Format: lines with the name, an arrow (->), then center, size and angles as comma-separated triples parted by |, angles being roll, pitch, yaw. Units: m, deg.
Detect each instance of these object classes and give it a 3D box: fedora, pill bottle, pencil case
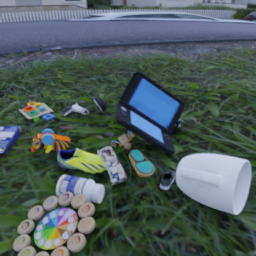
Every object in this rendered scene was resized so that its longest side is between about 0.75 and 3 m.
fedora -> -1.342, -1.124, 13.643 | 0.440, 0.964, 0.964 | -36, 35, -3
pill bottle -> -1.418, 1.870, 8.397 | 1.308, 0.726, 0.726 | 7, 29, 15
pencil case -> -0.542, 1.219, 9.150 | 0.559, 0.487, 1.251 | -18, 74, -40

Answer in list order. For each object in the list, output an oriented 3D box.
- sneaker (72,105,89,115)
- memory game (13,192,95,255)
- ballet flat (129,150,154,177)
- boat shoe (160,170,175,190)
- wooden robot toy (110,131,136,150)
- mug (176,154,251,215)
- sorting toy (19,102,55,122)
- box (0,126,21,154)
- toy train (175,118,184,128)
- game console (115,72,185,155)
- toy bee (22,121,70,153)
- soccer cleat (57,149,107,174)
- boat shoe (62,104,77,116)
sneaker -> -2.285, -0.872, 13.475 | 0.899, 0.335, 0.392 | 16, -5, -36
memory game -> -1.871, 2.513, 7.118 | 2.241, 0.143, 2.241 | -14, 34, 9
ballet flat -> 0.478, 1.318, 9.451 | 0.617, 0.567, 1.798 | -10, 21, -10
boat shoe -> 1.284, 1.595, 9.126 | 0.395, 0.374, 1.128 | 13, 21, 20
wooden robot toy -> -0.014, 0.549, 11.071 | 1.409, 0.639, 0.621 | -32, -10, 9
mug -> 2.267, 1.447, 8.011 | 1.832, 1.543, 2.090 | 10, -7, 38
sorting toy -> -4.622, -0.930, 14.029 | 1.376, 0.333, 2.444 | -20, 34, -32
box -> -5.280, 0.561, 11.243 | 1.278, 0.342, 2.110 | -1, 27, -1
toy train -> 1.952, -0.424, 12.642 | 1.209, 0.515, 0.689 | 41, 25, 29
game console -> 0.982, -0.606, 10.761 | 2.634, 1.533, 2.317 | 31, 22, -15
toy bee -> -3.256, 0.517, 10.813 | 1.854, 1.008, 1.214 | 30, 16, -5
soccer cleat -> -1.498, 1.093, 9.675 | 1.999, 0.836, 0.646 | 1, 33, 7
boat shoe -> -2.878, -0.945, 13.666 | 0.868, 0.288, 0.303 | -36, 23, 9
